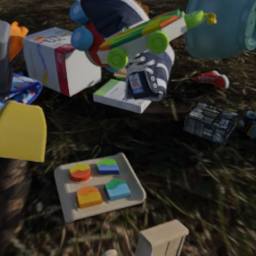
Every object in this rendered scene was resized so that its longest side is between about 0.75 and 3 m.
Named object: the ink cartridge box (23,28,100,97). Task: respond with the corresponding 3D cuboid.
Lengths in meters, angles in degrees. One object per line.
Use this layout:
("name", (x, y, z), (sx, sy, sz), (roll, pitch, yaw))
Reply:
("ink cartridge box", (-2.703, -2.771, 11.461), (2.583, 1.868, 1.877), (23, 42, 29))

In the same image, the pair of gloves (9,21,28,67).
("pair of gloves", (-4.325, -2.910, 8.622), (2.214, 0.274, 1.973), (31, 55, -28))

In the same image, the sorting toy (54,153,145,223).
("sorting toy", (-0.771, 1.350, 7.004), (1.943, 0.354, 1.799), (-13, 38, -17))

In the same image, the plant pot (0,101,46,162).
("plant pot", (-1.928, 0.019, 4.920), (0.903, 0.924, 0.897), (11, 0, -28))

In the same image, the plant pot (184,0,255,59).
("plant pot", (2.902, -3.021, 7.910), (1.581, 2.360, 2.360), (24, 42, 38))

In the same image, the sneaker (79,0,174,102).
("sneaker", (0.010, -1.626, 6.115), (1.004, 2.864, 1.554), (-8, 62, 42))

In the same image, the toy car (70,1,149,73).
("toy car", (-0.341, -3.064, 8.692), (2.177, 2.007, 1.926), (-15, 69, 30))

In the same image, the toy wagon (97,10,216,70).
("toy wagon", (0.455, -1.609, 4.767), (1.980, 0.392, 1.536), (-17, 25, 21))

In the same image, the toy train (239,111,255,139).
("toy train", (4.287, -0.140, 8.936), (1.465, 0.624, 0.835), (-10, 50, -19))

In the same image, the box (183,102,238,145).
("box", (2.639, -0.168, 8.923), (1.355, 0.584, 1.110), (21, 41, 27))

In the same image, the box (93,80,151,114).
("box", (-0.119, -1.244, 10.647), (1.990, 0.362, 1.436), (17, 39, 21))

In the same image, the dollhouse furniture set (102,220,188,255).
("dollhouse furniture set", (1.008, 2.626, 3.768), (2.204, 1.262, 2.585), (-3, 23, -37))

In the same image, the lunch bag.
("lunch bag", (-4.498, -1.091, 9.435), (2.146, 1.341, 2.850), (17, 42, 20))

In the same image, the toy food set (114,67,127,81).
("toy food set", (0.012, -2.352, 12.275), (1.213, 0.353, 1.756), (11, 31, 3))

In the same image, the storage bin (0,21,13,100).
("storage bin", (-3.959, -1.972, 6.802), (2.368, 1.590, 1.723), (12, 42, -23))

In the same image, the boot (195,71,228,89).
("boot", (3.351, -1.916, 11.463), (1.042, 0.523, 1.444), (-8, 28, -11))
